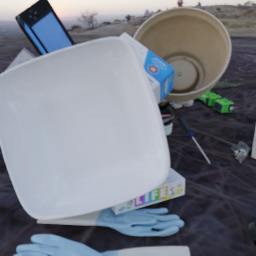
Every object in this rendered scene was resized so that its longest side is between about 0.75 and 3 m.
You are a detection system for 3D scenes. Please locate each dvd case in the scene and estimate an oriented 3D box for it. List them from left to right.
[{"bbox_3d":[-2.957,-1.246,8.002,1.228,1.634,0.202,40,7,-19],"label":"dvd case"}]

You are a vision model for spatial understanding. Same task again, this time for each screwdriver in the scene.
[{"bbox_3d":[1.704,0.322,7.096,0.200,1.436,0.209,-36,1,-17],"label":"screwdriver"}]

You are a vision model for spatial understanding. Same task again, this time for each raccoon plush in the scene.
[{"bbox_3d":[3.268,0.678,7.689,0.869,0.420,0.582,-4,31,-10],"label":"raccoon plush"}]

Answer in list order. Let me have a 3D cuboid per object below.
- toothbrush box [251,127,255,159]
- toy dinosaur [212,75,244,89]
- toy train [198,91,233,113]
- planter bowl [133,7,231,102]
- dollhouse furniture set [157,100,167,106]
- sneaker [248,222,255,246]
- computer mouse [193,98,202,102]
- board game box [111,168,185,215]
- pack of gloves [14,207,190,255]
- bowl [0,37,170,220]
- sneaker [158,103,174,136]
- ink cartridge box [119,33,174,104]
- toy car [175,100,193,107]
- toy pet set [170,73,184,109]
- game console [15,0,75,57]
[{"bbox_3d":[4.191,0.292,7.648,1.482,1.079,0.638,-10,23,-25],"label":"toothbrush box"},{"bbox_3d":[4.991,-2.353,14.689,2.032,0.482,0.895,-7,39,-17],"label":"toy dinosaur"},{"bbox_3d":[3.503,-1.173,11.810,0.663,0.490,2.350,-5,24,-19],"label":"toy train"},{"bbox_3d":[1.469,-1.816,8.099,2.594,2.594,1.746,5,-15,12],"label":"planter bowl"},{"bbox_3d":[0.793,-0.972,9.605,1.053,0.700,0.923,-12,53,10],"label":"dollhouse furniture set"},{"bbox_3d":[2.393,1.927,4.572,0.976,0.562,1.871,19,24,36],"label":"sneaker"},{"bbox_3d":[2.398,-1.332,12.608,1.788,0.304,0.524,13,16,15],"label":"computer mouse"},{"bbox_3d":[-0.017,1.020,6.587,1.593,0.405,2.369,-10,21,-23],"label":"board game box"},{"bbox_3d":[-0.366,1.977,4.742,2.690,0.531,2.260,3,9,7],"label":"pack of gloves"},{"bbox_3d":[-0.789,0.041,5.160,2.783,2.786,1.040,-17,-2,6],"label":"bowl"},{"bbox_3d":[0.289,-0.627,8.919,2.524,1.090,1.014,11,28,-8],"label":"sneaker"},{"bbox_3d":[-0.269,-0.864,6.551,1.634,0.944,2.238,41,75,18],"label":"ink cartridge box"},{"bbox_3d":[2.090,-1.266,10.135,0.947,0.829,0.710,8,-27,-39],"label":"toy car"},{"bbox_3d":[1.321,-1.630,10.957,1.883,2.017,1.071,-13,5,9],"label":"toy pet set"},{"bbox_3d":[-2.571,-2.982,9.630,1.413,2.428,2.135,9,51,42],"label":"game console"}]
